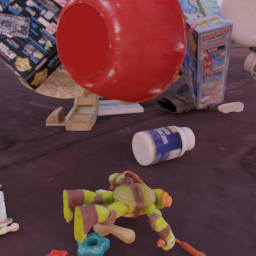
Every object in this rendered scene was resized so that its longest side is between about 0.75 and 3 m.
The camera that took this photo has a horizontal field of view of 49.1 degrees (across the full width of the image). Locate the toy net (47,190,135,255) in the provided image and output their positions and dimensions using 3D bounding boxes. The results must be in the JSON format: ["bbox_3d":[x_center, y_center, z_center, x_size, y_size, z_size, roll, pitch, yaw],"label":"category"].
[{"bbox_3d":[-0.469,1.548,3.640,1.184,0.436,2.257,-5,17,-5],"label":"toy net"}]

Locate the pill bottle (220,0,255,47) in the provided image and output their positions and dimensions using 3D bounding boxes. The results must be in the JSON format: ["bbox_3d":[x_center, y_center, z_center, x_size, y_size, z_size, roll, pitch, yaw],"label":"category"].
[{"bbox_3d":[3.444,-2.990,6.687,1.512,1.512,2.768,16,35,39],"label":"pill bottle"}]

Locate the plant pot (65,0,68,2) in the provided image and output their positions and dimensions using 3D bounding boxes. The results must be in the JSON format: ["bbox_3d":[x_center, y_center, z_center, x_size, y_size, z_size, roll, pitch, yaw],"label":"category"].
[{"bbox_3d":[-1.611,-4.271,10.321,1.783,1.604,1.784,4,-10,-7],"label":"plant pot"}]

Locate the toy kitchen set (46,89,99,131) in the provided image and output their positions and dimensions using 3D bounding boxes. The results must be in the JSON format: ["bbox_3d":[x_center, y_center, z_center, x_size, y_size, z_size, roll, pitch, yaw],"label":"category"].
[{"bbox_3d":[-1.895,-1.012,9.144,1.558,1.723,1.910,0,23,3],"label":"toy kitchen set"}]

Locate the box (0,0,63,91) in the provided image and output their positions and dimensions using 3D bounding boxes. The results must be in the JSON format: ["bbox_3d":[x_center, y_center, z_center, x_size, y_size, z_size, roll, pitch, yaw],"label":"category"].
[{"bbox_3d":[-2.175,-2.073,5.942,2.136,1.698,0.491,39,-10,15],"label":"box"}]

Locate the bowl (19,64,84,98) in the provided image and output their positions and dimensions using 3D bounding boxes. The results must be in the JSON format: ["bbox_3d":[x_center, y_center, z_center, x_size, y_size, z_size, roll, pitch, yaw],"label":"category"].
[{"bbox_3d":[-1.772,-1.368,6.784,1.552,0.728,1.552,6,-17,2],"label":"bowl"}]

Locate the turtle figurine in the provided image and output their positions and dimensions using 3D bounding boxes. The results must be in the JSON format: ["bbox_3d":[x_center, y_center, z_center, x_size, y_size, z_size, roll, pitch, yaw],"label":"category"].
[{"bbox_3d":[0.018,1.114,3.939,1.635,0.653,2.027,-1,28,-31],"label":"turtle figurine"}]

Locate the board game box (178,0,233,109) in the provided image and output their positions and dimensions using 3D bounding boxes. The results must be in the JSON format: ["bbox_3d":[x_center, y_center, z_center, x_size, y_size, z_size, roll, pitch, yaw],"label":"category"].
[{"bbox_3d":[1.586,-1.910,6.222,0.693,2.247,2.246,-15,-21,2],"label":"board game box"}]

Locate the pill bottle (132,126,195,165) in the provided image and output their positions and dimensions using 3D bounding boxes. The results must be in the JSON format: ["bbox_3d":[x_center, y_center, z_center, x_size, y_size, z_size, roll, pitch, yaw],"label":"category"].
[{"bbox_3d":[0.859,0.366,6.563,1.375,0.764,0.764,-11,21,-29],"label":"pill bottle"}]

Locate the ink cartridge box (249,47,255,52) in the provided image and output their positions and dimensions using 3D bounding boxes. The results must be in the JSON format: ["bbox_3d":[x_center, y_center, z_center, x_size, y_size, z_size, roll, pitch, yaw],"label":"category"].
[{"bbox_3d":[4.698,-2.459,8.159,1.574,0.341,1.559,-29,41,-18],"label":"ink cartridge box"}]

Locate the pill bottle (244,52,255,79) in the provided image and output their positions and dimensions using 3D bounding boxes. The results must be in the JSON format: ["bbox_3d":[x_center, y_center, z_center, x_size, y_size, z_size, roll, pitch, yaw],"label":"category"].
[{"bbox_3d":[4.223,-1.717,8.349,0.822,0.822,1.420,-9,41,-25],"label":"pill bottle"}]

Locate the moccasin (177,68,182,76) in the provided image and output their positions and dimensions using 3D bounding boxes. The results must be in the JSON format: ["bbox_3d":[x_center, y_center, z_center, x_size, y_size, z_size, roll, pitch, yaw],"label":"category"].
[{"bbox_3d":[1.008,-1.581,6.948,0.864,0.316,0.334,40,14,-22],"label":"moccasin"}]

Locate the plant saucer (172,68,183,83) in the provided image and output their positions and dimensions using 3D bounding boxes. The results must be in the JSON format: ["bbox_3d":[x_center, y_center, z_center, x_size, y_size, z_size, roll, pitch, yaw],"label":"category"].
[{"bbox_3d":[1.434,-2.012,8.555,0.236,1.260,1.260,25,28,26],"label":"plant saucer"}]

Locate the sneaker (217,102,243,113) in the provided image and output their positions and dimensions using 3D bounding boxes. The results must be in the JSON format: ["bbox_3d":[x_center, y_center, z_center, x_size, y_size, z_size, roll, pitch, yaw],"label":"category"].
[{"bbox_3d":[3.969,-0.811,10.810,1.030,0.393,0.415,-4,9,-18],"label":"sneaker"}]

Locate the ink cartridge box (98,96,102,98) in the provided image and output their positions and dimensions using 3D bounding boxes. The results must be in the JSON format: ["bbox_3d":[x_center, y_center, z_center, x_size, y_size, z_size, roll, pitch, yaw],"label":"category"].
[{"bbox_3d":[-1.418,-2.072,14.231,2.106,0.739,2.591,-2,23,-5],"label":"ink cartridge box"}]

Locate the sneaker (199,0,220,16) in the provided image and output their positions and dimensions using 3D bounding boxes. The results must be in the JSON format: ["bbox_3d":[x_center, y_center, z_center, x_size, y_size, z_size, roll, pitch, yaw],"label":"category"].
[{"bbox_3d":[2.406,-3.118,7.900,1.161,2.835,1.048,1,13,32],"label":"sneaker"}]

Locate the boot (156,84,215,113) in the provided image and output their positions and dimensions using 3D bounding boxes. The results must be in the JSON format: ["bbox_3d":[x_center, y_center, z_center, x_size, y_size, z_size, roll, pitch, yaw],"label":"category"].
[{"bbox_3d":[2.045,-1.182,11.163,2.086,0.830,2.397,-8,22,-24],"label":"boot"}]

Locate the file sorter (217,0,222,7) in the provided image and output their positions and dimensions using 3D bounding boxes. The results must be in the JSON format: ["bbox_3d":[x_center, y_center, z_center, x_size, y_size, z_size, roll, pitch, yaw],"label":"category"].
[{"bbox_3d":[2.091,-3.508,10.197,2.889,1.799,2.005,-32,52,-28],"label":"file sorter"}]

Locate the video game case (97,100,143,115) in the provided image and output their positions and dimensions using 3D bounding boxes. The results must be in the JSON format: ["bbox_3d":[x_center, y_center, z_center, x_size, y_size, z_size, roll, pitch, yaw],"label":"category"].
[{"bbox_3d":[-0.456,-0.841,11.145,1.765,0.202,1.606,-5,19,-13],"label":"video game case"}]

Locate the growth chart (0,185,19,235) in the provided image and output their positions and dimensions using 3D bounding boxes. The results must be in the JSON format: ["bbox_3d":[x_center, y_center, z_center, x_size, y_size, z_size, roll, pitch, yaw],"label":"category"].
[{"bbox_3d":[-2.568,1.380,4.524,1.241,0.152,1.715,-12,21,-29],"label":"growth chart"}]

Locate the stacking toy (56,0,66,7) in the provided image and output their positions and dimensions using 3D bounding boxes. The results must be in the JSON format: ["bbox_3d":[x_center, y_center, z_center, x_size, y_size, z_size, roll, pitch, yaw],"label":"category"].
[{"bbox_3d":[-1.951,-3.110,8.108,1.258,1.330,2.292,-9,49,3],"label":"stacking toy"}]

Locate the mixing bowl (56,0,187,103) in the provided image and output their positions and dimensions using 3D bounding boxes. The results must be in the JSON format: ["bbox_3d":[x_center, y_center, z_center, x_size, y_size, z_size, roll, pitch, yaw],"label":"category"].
[{"bbox_3d":[-0.346,-1.425,4.593,2.276,2.276,1.233,13,21,34],"label":"mixing bowl"}]
